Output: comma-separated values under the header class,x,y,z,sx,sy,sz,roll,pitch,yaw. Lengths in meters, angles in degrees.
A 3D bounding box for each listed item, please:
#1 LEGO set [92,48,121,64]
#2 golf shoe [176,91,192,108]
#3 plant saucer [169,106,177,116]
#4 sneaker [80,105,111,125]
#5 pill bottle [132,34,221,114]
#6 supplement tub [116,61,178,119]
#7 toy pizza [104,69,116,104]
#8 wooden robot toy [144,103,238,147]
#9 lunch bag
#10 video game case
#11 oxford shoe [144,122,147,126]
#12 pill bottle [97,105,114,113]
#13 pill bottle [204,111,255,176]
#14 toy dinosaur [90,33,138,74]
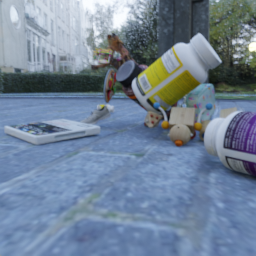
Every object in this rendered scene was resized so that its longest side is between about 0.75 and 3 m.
class,x,y,z,sx,sy,sz,roll,pitch,yaw
LEGO set,-0.876,-2.313,9.266,1.256,0.468,0.578,9,-3,39
golf shoe,2.380,-0.684,10.135,1.094,0.881,2.250,25,47,13
plant saucer,2.200,-0.772,12.283,2.680,0.430,2.680,-5,1,0
sneaker,-1.179,-0.426,9.684,1.156,0.474,0.432,-28,25,-25
pill bottle,1.311,-1.461,7.706,2.257,1.269,1.269,-36,-8,26
supplement tub,0.619,-1.290,9.414,2.223,1.189,1.189,34,-14,-35
toy pizza,-0.590,-1.426,9.628,0.190,1.202,1.202,9,10,9
wooden robot toy,1.492,0.114,7.120,2.513,1.107,1.140,2,45,19
lunch bag,2.143,-0.720,8.226,0.484,1.006,1.254,1,29,38
video game case,-2.275,0.069,8.329,2.009,0.258,2.210,-10,14,-42
oxford shoe,0.752,-0.258,10.175,0.295,0.277,0.788,20,27,0
pill bottle,-1.140,-0.954,14.354,0.822,0.458,0.458,2,9,12
pill bottle,2.208,0.279,4.506,1.051,1.051,1.869,-7,11,-36
toy dinosaur,-0.193,-2.464,10.470,1.697,1.075,2.504,9,-4,42
